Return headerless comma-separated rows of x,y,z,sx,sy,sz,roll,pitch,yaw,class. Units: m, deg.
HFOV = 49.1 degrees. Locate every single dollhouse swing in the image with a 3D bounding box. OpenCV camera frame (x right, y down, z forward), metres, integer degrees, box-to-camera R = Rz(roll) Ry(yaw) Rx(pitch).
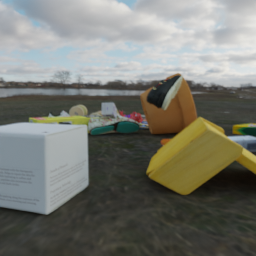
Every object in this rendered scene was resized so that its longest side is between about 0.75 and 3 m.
1.749,0.882,5.818,1.918,1.855,2.110,-41,0,12,dollhouse swing

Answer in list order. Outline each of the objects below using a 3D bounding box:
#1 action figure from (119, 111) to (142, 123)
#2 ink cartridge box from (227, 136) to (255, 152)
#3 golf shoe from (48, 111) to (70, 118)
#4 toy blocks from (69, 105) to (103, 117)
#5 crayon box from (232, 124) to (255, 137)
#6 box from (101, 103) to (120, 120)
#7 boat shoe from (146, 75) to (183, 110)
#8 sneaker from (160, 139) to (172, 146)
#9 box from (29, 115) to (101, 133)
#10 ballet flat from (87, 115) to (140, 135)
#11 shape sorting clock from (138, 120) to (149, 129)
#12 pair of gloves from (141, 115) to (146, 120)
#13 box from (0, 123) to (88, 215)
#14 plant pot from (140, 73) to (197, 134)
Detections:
0.024,-0.517,14.161,0.898,0.709,2.745,1,2,-22,action figure
3.076,0.416,9.006,1.469,0.434,1.835,-2,9,-14,ink cartridge box
-3.009,-0.413,13.750,1.779,0.819,0.646,-2,7,-22,golf shoe
-1.937,-0.653,14.464,1.730,0.754,2.075,21,9,3,toy blocks
5.247,0.073,11.718,1.292,0.377,1.114,-5,9,-33,crayon box
-0.755,-0.566,13.005,0.517,0.553,2.671,-1,-11,5,box
1.299,-1.334,9.429,0.728,0.850,2.323,25,34,13,boat shoe
1.567,0.439,8.659,1.288,0.497,0.470,5,10,43,sneaker
-2.556,-0.109,11.750,2.883,0.722,1.085,-5,9,-34,box
-0.614,-0.200,11.789,2.276,0.861,0.727,-3,53,-23,ballet flat
1.029,-0.205,13.871,1.821,0.357,1.821,0,8,0,shape sorting clock
1.770,-0.443,15.470,2.413,0.423,2.052,6,6,21,pair of gloves
-1.617,0.578,4.842,1.417,1.220,1.424,3,8,18,box
1.582,-0.806,11.648,1.774,2.535,2.535,-17,8,-1,plant pot
